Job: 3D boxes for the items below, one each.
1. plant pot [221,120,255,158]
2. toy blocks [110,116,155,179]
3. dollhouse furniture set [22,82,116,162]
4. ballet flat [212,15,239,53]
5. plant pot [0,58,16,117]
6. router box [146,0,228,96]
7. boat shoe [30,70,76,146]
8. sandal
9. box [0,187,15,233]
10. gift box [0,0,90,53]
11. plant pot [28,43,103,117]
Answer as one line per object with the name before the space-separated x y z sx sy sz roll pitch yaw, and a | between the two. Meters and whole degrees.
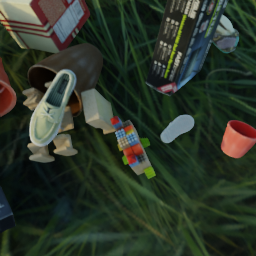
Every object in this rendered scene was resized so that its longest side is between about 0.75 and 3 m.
plant pot | 2.791 0.316 7.141 0.808 0.715 0.808 12 33 -8
toy blocks | 0.069 0.392 6.963 0.824 1.127 1.649 -25 60 4
dollhouse furniture set | -1.532 -0.198 7.485 2.015 1.311 1.851 -16 74 12
ballet flat | 2.653 -3.532 9.217 0.908 0.908 2.525 -37 68 -17
plant pot | -4.387 -1.709 7.251 2.510 2.510 2.441 -14 70 -7
router box | 1.587 -2.423 7.333 0.837 2.695 2.019 32 45 19
boat shoe | -1.789 -0.474 6.453 0.692 0.597 1.923 22 93 -5
sandal | 1.324 -0.003 7.752 1.171 0.288 0.477 -30 95 -23
box | -3.573 1.675 6.389 1.301 0.938 1.752 -22 65 -30
gift box | -2.589 -3.656 8.410 2.099 2.074 2.248 17 62 26
plant pot | -1.524 -1.537 7.913 1.711 1.711 1.830 27 55 13
